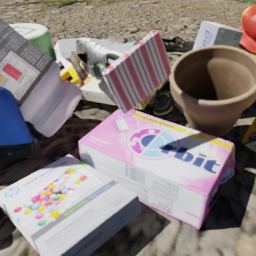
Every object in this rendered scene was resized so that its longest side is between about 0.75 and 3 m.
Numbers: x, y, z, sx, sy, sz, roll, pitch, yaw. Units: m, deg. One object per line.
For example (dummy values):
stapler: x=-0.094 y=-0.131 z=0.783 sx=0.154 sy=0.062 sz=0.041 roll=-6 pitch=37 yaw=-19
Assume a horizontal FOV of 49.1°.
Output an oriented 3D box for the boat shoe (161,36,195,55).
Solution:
boat shoe: x=1.964 y=-3.323 z=11.241 sx=1.958 sy=0.613 sz=0.716 roll=-2 pitch=33 yaw=-5

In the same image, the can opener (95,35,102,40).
can opener: x=-1.079 y=-2.724 z=10.438 sx=0.686 sy=0.866 sz=2.605 roll=35 pitch=25 yaw=-28

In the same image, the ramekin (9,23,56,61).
ramekin: x=-3.899 y=-2.986 z=10.260 sx=2.346 sy=1.146 sz=2.346 roll=0 pitch=35 yaw=0

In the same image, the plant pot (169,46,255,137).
plant pot: x=1.763 y=-0.613 z=5.821 sx=1.711 sy=1.493 sz=1.711 roll=-7 pitch=51 yaw=8

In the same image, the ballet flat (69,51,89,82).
ballet flat: x=-1.035 y=-1.456 z=6.256 sx=0.380 sy=0.552 sz=1.639 roll=-25 pitch=25 yaw=0

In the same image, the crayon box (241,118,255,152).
crayon box: x=3.350 y=-0.603 z=5.016 sx=0.744 sy=2.554 sz=2.203 roll=34 pitch=82 yaw=5

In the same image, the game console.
game console: x=-3.265 y=-0.258 z=5.584 sx=2.823 sy=1.670 sz=2.409 roll=-2 pitch=22 yaw=-3

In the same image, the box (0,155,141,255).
box: x=-1.040 y=1.247 z=4.658 sx=1.565 sy=0.413 sz=2.007 roll=-29 pitch=32 yaw=-34

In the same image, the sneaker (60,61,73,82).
sneaker: x=-1.944 y=-1.771 z=8.965 sx=1.734 sy=0.675 sz=0.608 roll=-27 pitch=44 yaw=-33

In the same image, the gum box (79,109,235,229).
gum box: x=0.583 y=0.620 z=5.407 sx=2.671 sy=0.883 sz=1.516 roll=20 pitch=40 yaw=26

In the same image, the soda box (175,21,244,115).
soda box: x=1.929 y=-1.382 z=6.952 sx=0.720 sy=2.269 sz=0.775 roll=3 pitch=29 yaw=-21

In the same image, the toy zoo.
toy zoo: x=-2.094 y=-1.243 z=7.766 sx=1.860 sy=0.190 sz=1.220 roll=-37 pitch=53 yaw=-1

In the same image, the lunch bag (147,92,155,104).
lunch bag: x=0.211 y=-1.096 z=8.181 sx=1.259 sy=0.485 sz=1.010 roll=0 pitch=35 yaw=0

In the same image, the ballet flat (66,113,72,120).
ballet flat: x=-1.584 y=-0.383 z=7.152 sx=0.325 sy=0.315 sz=0.912 roll=-4 pitch=16 yaw=-10

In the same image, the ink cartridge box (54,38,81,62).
ink cartridge box: x=-1.932 y=-2.656 z=9.749 sx=1.077 sy=0.619 sz=1.484 roll=-12 pitch=9 yaw=-18

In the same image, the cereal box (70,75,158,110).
cereal box: x=-0.293 y=-1.364 z=7.731 sx=2.392 sy=0.473 sz=1.721 roll=13 pitch=52 yaw=29

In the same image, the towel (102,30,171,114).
towel: x=0.173 y=-0.864 z=4.396 sx=1.175 sy=0.859 sz=0.176 roll=-42 pitch=43 yaw=-16

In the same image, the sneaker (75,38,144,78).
sneaker: x=-0.221 y=-1.891 z=7.274 sx=1.495 sy=0.971 sz=2.588 roll=-26 pitch=39 yaw=-25

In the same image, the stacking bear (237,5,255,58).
stacking bear: x=3.176 y=-2.063 z=7.383 sx=1.505 sy=2.646 sz=1.607 roll=42 pitch=59 yaw=18

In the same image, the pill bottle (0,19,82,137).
pill bottle: x=-2.373 y=-1.068 z=5.624 sx=2.696 sy=1.569 sz=1.569 roll=38 pitch=30 yaw=-20

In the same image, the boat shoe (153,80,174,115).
boat shoe: x=1.033 y=-0.874 z=7.859 sx=0.534 sy=0.451 sz=1.497 roll=5 pitch=34 yaw=20
